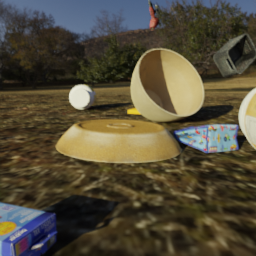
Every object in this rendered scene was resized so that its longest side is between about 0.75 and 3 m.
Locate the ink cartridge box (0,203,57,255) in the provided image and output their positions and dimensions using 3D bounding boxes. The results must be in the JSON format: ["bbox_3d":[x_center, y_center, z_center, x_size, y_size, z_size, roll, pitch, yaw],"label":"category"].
[{"bbox_3d":[-0.962,0.895,2.298,0.780,0.298,0.532,5,11,20],"label":"ink cartridge box"}]

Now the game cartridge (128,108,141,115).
[{"bbox_3d":[0.906,-0.786,13.122,1.320,0.243,1.498,5,13,30],"label":"game cartridge"}]

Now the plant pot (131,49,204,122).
[{"bbox_3d":[1.116,-1.248,10.093,2.608,2.608,1.751,-5,-20,-29],"label":"plant pot"}]

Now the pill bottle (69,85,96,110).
[{"bbox_3d":[-2.451,-1.660,15.085,1.299,1.299,2.334,0,8,-3],"label":"pill bottle"}]

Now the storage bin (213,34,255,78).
[{"bbox_3d":[3.737,-2.508,9.749,1.378,0.932,0.646,-43,17,-25],"label":"storage bin"}]

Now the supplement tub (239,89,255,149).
[{"bbox_3d":[2.848,-0.094,4.637,1.505,1.505,2.080,0,9,1],"label":"supplement tub"}]

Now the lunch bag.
[{"bbox_3d":[1.621,0.201,6.079,0.877,0.548,1.166,-2,2,-29],"label":"lunch bag"}]

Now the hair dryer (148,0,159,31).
[{"bbox_3d":[0.949,-4.497,11.263,0.343,1.264,0.963,-7,-8,31],"label":"hair dryer"}]

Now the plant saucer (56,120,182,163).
[{"bbox_3d":[-0.186,0.166,6.043,2.672,0.473,2.672,2,9,0],"label":"plant saucer"}]
